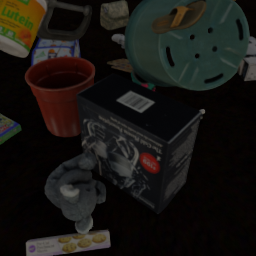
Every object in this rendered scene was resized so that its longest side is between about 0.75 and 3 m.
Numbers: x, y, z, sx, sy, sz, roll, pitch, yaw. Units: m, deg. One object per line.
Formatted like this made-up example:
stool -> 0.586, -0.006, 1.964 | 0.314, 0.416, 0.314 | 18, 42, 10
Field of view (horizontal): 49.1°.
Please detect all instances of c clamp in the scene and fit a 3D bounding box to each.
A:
c clamp -> -1.909, -3.468, 8.618 | 0.313, 1.975, 2.312 | 48, 29, 18

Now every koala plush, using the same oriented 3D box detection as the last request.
koala plush -> -1.101, 1.457, 5.952 | 1.326, 1.280, 1.443 | -19, 23, -9

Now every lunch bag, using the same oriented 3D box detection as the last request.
lunch bag -> -2.859, -2.814, 11.235 | 1.661, 1.210, 1.954 | 0, 47, 2
lunch bag -> -0.738, -6.121, 15.074 | 1.507, 1.264, 1.050 | -23, 45, -25

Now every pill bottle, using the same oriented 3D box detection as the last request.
pill bottle -> -1.728, -1.833, 4.479 | 0.686, 0.686, 1.235 | 18, 84, 20

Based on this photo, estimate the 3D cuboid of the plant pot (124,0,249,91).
plant pot -> 1.315, -1.986, 6.504 | 2.507, 2.507, 2.455 | -6, 19, -7

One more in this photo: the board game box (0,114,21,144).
board game box -> -4.274, 0.235, 8.339 | 1.172, 0.254, 1.741 | 23, 45, 25

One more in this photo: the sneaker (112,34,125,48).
sneaker -> -0.302, -4.165, 13.404 | 1.147, 0.431, 0.659 | 14, 39, 11

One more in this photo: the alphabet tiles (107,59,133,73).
alphabet tiles -> 0.129, -2.586, 11.463 | 1.940, 0.073, 1.622 | 23, 35, 39

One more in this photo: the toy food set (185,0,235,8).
toy food set -> 2.452, -3.843, 8.766 | 1.975, 1.955, 0.480 | -20, 77, -38

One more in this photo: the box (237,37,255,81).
box -> 5.067, -2.950, 11.722 | 1.445, 0.745, 2.477 | -4, 41, -5

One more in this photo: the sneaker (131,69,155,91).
sneaker -> 0.548, -1.791, 9.895 | 0.920, 1.328, 2.200 | -1, 40, -1

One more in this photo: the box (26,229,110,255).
box -> -1.192, 2.349, 5.689 | 1.645, 0.318, 0.341 | -5, 77, -6

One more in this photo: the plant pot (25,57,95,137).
plant pot -> -1.868, -0.860, 8.385 | 1.916, 1.864, 1.916 | 0, 41, 0

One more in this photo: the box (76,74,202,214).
box -> 0.167, 0.329, 6.649 | 2.506, 2.282, 1.305 | 28, 48, 29

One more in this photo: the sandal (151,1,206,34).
sandal -> 0.757, -1.757, 4.429 | 0.949, 0.256, 0.381 | -6, 70, 33

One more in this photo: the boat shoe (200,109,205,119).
boat shoe -> 2.254, -0.359, 9.078 | 0.770, 0.273, 0.269 | -25, 73, -31
